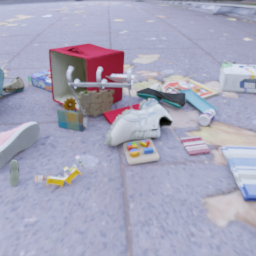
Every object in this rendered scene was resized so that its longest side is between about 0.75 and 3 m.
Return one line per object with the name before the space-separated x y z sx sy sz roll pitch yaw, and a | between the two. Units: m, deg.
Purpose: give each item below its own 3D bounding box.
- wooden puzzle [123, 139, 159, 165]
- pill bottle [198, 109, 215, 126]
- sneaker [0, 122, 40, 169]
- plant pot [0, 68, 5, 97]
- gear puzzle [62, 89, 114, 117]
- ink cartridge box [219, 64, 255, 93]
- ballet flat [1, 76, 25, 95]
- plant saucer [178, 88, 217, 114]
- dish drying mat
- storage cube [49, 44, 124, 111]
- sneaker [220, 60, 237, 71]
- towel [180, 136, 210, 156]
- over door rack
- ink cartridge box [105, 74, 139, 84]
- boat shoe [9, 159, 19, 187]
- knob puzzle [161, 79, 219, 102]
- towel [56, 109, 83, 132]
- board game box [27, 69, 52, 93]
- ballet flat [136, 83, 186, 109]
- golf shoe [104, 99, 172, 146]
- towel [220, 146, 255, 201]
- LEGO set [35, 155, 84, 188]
wooden puzzle | 0.432 0.768 9.807 1.099 0.275 1.186 -8 31 -7
pill bottle | 3.321 -0.458 11.701 0.485 0.485 0.870 20 36 30
sneaker | -4.308 0.414 9.815 1.285 0.925 2.459 18 40 19
plant pot | -6.550 -1.436 11.528 2.714 2.714 1.818 -6 72 -10
gear puzzle | -1.651 -1.006 11.625 2.330 1.207 0.305 -11 32 -35
ink cartridge box | 6.123 -2.609 14.722 2.363 1.034 1.717 7 31 10
ballet flat | -6.261 -1.968 13.735 0.842 0.934 2.482 7 30 38
plant saucer | 3.174 -1.234 13.064 0.735 0.199 2.101 -16 42 -21
dish drying mat | -0.112 -0.630 12.223 1.923 0.175 0.739 -17 45 -28
storage cube | -1.832 -2.390 12.822 2.359 2.759 2.480 21 31 32
sneaker | 6.253 -3.554 16.563 1.627 0.730 0.545 25 39 35
towel | 2.432 0.639 10.255 0.784 0.124 1.089 -6 30 -6
over door rack | -0.881 -1.109 10.341 2.207 2.988 0.995 2 56 5
ink cartridge box | -0.235 -2.106 11.571 1.052 0.325 1.298 7 -1 17
boat shoe | -3.439 1.356 8.487 0.293 0.822 0.248 3 8 -12
knob puzzle | 2.858 -1.995 14.318 2.901 0.402 2.901 0 32 0
towel | -2.295 -0.298 11.124 1.109 0.813 0.120 10 29 14
board game box | -3.654 -2.539 15.096 2.949 0.508 1.996 21 37 31
ballet flat | 1.585 -1.569 13.108 2.456 0.840 0.835 19 -8 25
golf shoe | 0.493 -0.044 10.440 1.453 1.170 2.988 39 53 23
towel | 4.115 1.391 8.860 1.805 0.293 2.457 1 33 -2
LEGO set | -2.068 1.386 8.575 1.516 0.697 0.564 -22 26 -15
